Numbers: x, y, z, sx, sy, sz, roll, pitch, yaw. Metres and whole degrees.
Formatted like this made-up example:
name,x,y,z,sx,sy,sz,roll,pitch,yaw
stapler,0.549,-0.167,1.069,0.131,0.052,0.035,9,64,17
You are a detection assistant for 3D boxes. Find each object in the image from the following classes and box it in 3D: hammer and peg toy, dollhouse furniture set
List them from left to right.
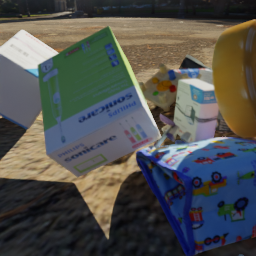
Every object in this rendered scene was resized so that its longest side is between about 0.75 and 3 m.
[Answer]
name,x,y,z,sx,sy,sz,roll,pitch,yaw
dollhouse furniture set,0.836,0.330,5.758,0.756,0.954,0.677,35,84,22
hammer and peg toy,1.460,-1.272,9.314,1.525,0.731,2.074,-42,47,-14

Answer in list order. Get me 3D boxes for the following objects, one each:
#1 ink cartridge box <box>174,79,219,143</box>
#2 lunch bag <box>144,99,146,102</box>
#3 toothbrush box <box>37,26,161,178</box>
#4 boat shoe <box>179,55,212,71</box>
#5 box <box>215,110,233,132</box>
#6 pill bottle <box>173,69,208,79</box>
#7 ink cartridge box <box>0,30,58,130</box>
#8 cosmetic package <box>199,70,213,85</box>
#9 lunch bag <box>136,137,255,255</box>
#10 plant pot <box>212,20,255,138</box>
name,x,y,z,sx,sy,sz,roll,pitch,yaw
ink cartridge box,1.755,-0.422,7.285,0.634,1.476,1.081,-6,25,-23
lunch bag,0.013,-0.318,7.812,1.005,0.720,1.225,-3,27,6
toothbrush box,-0.762,-0.658,6.175,2.008,1.187,2.757,-27,50,8
boat shoe,3.295,-2.131,11.638,2.621,0.821,0.959,37,11,29
box,2.917,-0.366,8.487,1.743,0.386,1.396,8,27,17
pill bottle,2.532,-1.652,10.377,1.875,1.052,1.052,-5,26,-11
ink cartridge box,-3.084,-1.512,8.375,1.704,1.696,2.322,32,26,-20
cosmetic package,2.775,-1.460,9.277,0.701,0.850,0.702,-1,16,-23
lunch bag,1.489,0.749,5.430,2.153,1.345,2.860,-9,18,-12
plant pot,3.472,-1.146,5.773,2.596,2.596,2.377,-25,13,-41
